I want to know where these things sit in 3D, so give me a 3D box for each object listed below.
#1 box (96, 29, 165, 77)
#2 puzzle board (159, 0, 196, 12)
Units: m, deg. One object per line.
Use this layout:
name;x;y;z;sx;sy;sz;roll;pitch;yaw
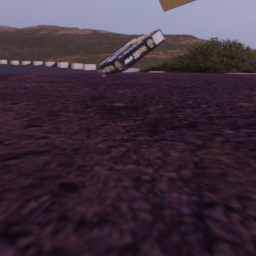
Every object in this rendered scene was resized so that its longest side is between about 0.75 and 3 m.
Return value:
box;0.086;-2.580;9.737;2.038;0.500;1.643;-43;21;-24
puzzle board;1.353;-2.645;3.586;2.451;0.213;1.847;-13;-29;19
